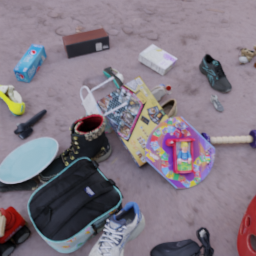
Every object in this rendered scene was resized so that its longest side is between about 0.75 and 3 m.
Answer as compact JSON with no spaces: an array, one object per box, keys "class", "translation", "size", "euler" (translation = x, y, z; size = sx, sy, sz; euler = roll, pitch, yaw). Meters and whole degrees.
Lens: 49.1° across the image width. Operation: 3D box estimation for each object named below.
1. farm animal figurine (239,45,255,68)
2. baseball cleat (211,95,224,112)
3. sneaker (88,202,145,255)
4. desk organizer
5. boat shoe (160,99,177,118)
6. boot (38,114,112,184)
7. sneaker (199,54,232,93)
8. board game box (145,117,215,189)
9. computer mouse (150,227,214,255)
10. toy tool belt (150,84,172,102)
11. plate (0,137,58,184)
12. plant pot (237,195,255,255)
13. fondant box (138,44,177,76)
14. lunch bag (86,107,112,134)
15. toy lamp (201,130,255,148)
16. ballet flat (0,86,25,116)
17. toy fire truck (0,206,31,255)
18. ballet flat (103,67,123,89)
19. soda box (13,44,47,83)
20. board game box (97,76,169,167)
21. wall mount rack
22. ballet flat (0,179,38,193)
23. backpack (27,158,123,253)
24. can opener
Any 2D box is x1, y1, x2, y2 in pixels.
[{"class":"farm animal figurine","translation":[6.137,-3.635,13.715],"size":[1.326,0.699,1.341],"euler":[12,53,9]},{"class":"baseball cleat","translation":[3.762,-1.067,11.895],"size":[0.301,0.459,0.863],"euler":[-28,51,-4]},{"class":"sneaker","translation":[-0.375,2.700,7.040],"size":[0.845,0.934,2.194],"euler":[15,39,28]},{"class":"desk organizer","translation":[-2.131,-4.313,14.191],"size":[2.237,0.802,0.861],"euler":[-17,52,-12]},{"class":"boat shoe","translation":[1.063,-0.307,11.084],"size":[0.849,0.768,2.382],"euler":[34,63,23]},{"class":"boot","translation":[-1.894,0.699,9.469],"size":[2.787,2.105,1.006],"euler":[-24,58,-16]},{"class":"sneaker","translation":[3.963,-2.486,12.753],"size":[0.811,0.853,2.152],"euler":[-21,56,-17]},{"class":"board game box","translation":[1.812,0.875,9.445],"size":[2.485,0.484,1.963],"euler":[43,84,-4]},{"class":"computer mouse","translation":[1.512,3.546,7.893],"size":[1.826,1.264,0.481],"euler":[-16,28,6]},{"class":"toy tool belt","translation":[1.414,-1.612,12.076],"size":[1.007,0.629,0.619],"euler":[-31,20,23]},{"class":"plate","translation":[-3.440,1.158,9.816],"size":[2.258,0.289,2.258],"euler":[-15,34,11]},{"class":"plant pot","translation":[4.453,2.533,7.265],"size":[2.799,2.549,2.799],"euler":[-1,24,0]},{"class":"fondant box","translation":[1.428,-3.295,13.518],"size":[1.515,0.441,1.093],"euler":[36,58,17]},{"class":"lunch bag","translation":[-1.127,-0.407,11.337],"size":[1.111,0.534,1.386],"euler":[-4,53,-3]},{"class":"toy lamp","translation":[4.049,0.431,10.592],"size":[2.509,0.730,0.730],"euler":[0,52,-1]},{"class":"ballet flat","translation":[-4.981,-1.364,11.894],"size":[0.712,0.714,2.130],"euler":[-8,45,-49]},{"class":"toy fire truck","translation":[-3.806,3.016,7.568],"size":[1.434,2.229,1.962],"euler":[38,64,23]},{"class":"ballet flat","translation":[-0.574,-2.311,12.758],"size":[0.545,0.542,1.595],"euler":[-36,60,-8]},{"class":"soda box","translation":[-4.615,-3.086,13.303],"size":[0.643,0.679,2.003],"euler":[11,53,9]},{"class":"board game box","translation":[0.395,-0.254,10.330],"size":[1.912,0.488,2.823],"euler":[-32,83,-9]},{"class":"wall mount rack","translation":[-0.960,-0.873,10.229],"size":[0.717,1.671,1.923],"euler":[-12,67,-43]},{"class":"ballet flat","translation":[-3.813,2.002,9.671],"size":[1.366,0.388,0.454],"euler":[2,40,-6]},{"class":"backpack","translation":[-1.601,2.388,8.339],"size":[2.414,1.851,2.122],"euler":[-31,60,-28]},{"class":"can opener","translation":[-3.927,-0.225,11.314],"size":[0.507,0.629,1.599],"euler":[-7,35,47]}]
